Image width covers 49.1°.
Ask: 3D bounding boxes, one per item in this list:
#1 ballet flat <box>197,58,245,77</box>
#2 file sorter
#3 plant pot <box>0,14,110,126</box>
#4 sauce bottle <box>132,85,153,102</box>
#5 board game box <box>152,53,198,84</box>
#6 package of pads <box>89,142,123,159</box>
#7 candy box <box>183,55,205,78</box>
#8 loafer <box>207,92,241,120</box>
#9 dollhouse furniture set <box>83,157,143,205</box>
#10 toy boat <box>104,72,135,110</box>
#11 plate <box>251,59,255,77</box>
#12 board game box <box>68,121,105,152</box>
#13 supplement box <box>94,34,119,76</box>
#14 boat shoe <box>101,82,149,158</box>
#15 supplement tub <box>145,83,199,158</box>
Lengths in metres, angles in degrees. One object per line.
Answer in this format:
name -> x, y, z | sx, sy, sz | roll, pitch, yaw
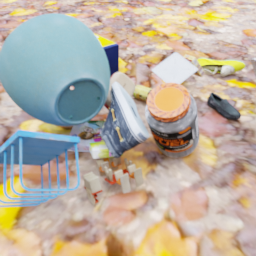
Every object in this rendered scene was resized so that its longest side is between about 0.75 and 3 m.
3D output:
ballet flat -> 3.759, -2.455, 11.613 | 1.986, 0.664, 0.666 | 12, 61, 19
file sorter -> -1.971, 0.928, 5.783 | 1.255, 1.809, 1.110 | 10, 63, -39
plant pot -> -1.564, -1.144, 7.089 | 2.836, 2.836, 1.910 | -20, 46, -24
sauce bottle -> 0.740, -1.130, 9.732 | 0.481, 0.481, 1.487 | -32, 39, -34
board game box -> 1.264, -1.550, 7.615 | 0.896, 0.116, 0.896 | -38, 61, -9
package of pads -> -0.582, 0.570, 7.354 | 0.824, 0.281, 0.636 | -5, 15, -14
candy box -> 2.443, -2.302, 10.437 | 0.253, 0.914, 0.528 | -50, 41, -2
loafer -> 3.200, -0.736, 9.404 | 0.468, 0.484, 1.379 | -20, 42, -24
dollhouse furniture set -> -0.407, 1.244, 6.693 | 1.245, 0.648, 1.258 | -20, 20, -28
toy boat -> -0.409, -1.061, 8.902 | 0.876, 0.877, 1.342 | 38, 50, -14
plate -> 4.220, -0.955, 7.345 | 0.307, 1.901, 1.897 | -41, 38, 0
board game box -> -1.097, 0.231, 8.348 | 1.227, 0.253, 1.230 | 3, 38, 3
supplement box -> -1.608, -3.089, 11.773 | 1.287, 1.294, 2.364 | -28, 46, -32
boat shoe -> -0.297, -0.280, 7.164 | 1.002, 0.781, 2.208 | -36, 43, 14
supplement tub -> 1.153, -0.158, 7.181 | 1.258, 2.053, 1.258 | -8, 59, 13
